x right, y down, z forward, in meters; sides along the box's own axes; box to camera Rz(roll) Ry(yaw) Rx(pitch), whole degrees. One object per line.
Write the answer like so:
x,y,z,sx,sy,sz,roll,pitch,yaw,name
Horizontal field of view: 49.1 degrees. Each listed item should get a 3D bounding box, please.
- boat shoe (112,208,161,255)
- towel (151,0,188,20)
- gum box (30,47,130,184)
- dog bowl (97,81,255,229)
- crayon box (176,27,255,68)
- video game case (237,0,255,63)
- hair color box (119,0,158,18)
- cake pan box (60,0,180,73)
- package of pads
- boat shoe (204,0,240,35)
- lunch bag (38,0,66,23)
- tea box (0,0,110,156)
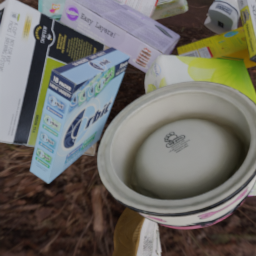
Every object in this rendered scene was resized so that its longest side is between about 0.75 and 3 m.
0.232,2.287,5.403,0.843,0.825,2.380,-35,16,27,boat shoe
0.868,-3.822,8.850,1.841,0.518,2.150,-4,9,18,towel
-0.559,-0.175,3.333,0.307,1.380,1.173,31,34,11,gum box
0.635,0.315,3.363,1.912,0.705,1.912,-15,43,15,dog bowl
2.127,-1.681,6.304,1.931,0.491,1.226,-15,33,15,crayon box
2.604,-1.626,4.886,1.578,0.201,1.426,9,67,-26,video game case
-0.165,-3.272,7.429,1.705,0.945,0.545,24,19,1,hair color box
-0.073,-2.227,6.266,2.296,0.601,2.115,31,30,1,cake pan box
1.429,-0.042,5.002,1.992,0.879,2.579,-1,65,-20,package of pads
2.469,-2.976,6.909,0.891,1.028,2.412,32,13,12,boat shoe
-1.828,-3.780,8.331,1.305,1.823,2.140,-4,84,5,lunch bag
-1.563,-0.696,4.969,2.033,2.066,1.381,16,-8,-41,tea box
